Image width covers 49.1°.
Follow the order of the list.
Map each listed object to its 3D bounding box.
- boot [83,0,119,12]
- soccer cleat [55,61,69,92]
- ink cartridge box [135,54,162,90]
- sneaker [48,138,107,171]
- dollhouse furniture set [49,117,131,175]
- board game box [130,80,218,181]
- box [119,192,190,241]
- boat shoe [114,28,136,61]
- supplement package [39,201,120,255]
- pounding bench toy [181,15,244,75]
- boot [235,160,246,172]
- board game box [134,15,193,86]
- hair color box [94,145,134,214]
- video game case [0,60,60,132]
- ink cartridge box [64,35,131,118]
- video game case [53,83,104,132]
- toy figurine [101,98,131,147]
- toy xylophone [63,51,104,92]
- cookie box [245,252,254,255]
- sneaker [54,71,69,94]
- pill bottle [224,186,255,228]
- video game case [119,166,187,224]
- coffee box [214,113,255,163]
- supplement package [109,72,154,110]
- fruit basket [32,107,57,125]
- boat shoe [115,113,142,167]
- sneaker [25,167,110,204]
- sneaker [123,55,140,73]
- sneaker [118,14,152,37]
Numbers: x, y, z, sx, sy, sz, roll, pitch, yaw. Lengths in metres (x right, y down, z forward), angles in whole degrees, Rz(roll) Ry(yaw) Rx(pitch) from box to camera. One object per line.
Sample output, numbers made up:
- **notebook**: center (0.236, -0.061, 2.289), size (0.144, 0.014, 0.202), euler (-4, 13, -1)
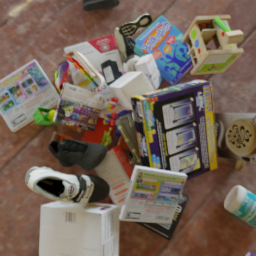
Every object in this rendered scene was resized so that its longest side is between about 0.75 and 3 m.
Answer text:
- **boot**: center (-1.253, -5.955, 11.795), size (1.561, 0.622, 1.894), euler (-8, 74, -3)
- **soccer cleat**: center (-2.337, -1.848, 10.163), size (0.439, 1.286, 0.471), euler (-11, 60, -32)
- **ink cartridge box**: center (0.712, -1.870, 9.552), size (0.443, 0.755, 1.031), euler (-10, 120, 32)
- **sneaker**: center (-1.705, 0.783, 9.060), size (2.283, 1.036, 0.867), euler (-8, 49, 33)
- **dollhouse furniture set**: center (-1.384, 1.000, 9.892), size (2.931, 1.510, 2.899), euler (20, 79, 3)
- **board game box**: center (1.495, 0.197, 8.611), size (2.400, 0.823, 2.904), euler (-17, 108, -22)
- **box**: center (0.864, 2.722, 10.046), size (2.163, 0.538, 1.705), euler (27, 79, 6)
- **boat shoe**: center (0.011, -2.955, 10.165), size (0.605, 1.824, 0.682), euler (-29, 52, -4)
- **supplement package**: center (-1.530, 3.326, 8.908), size (2.237, 1.240, 1.742), euler (-1, 85, 23)
- **pounding bench toy**: center (3.004, -3.145, 9.665), size (1.360, 2.189, 1.708), euler (-7, 73, -14)
- **boot**: center (3.842, 0.884, 10.526), size (1.244, 0.411, 1.089), euler (28, 79, 9)
- **board game box**: center (1.561, -3.094, 11.218), size (2.337, 0.526, 1.777), euler (43, 82, 8)
- **hair color box**: center (-0.282, 1.716, 9.310), size (1.022, 0.617, 2.014), euler (-30, 89, 24)
- **video game case**: center (-4.075, -1.276, 10.997), size (2.255, 0.267, 2.052), euler (-34, 80, -6)
- **ink cartridge box**: center (-1.063, -1.858, 10.673), size (1.976, 1.123, 2.712), euler (-17, 80, -2)
- **video game case**: center (-1.641, -0.668, 9.416), size (1.447, 0.259, 1.311), euler (15, 90, -29)
- **toy figurine**: center (-0.233, -0.051, 9.586), size (1.073, 0.945, 1.791), euler (16, 79, -22)
- **toy xylophone**: center (-1.467, -1.980, 9.461), size (0.444, 1.295, 1.769), euler (-42, 85, 10)
- **cookie box**: center (4.241, 4.885, 9.743), size (0.801, 0.301, 0.685), euler (-43, 82, -8)
- **sneaker**: center (-2.571, -1.690, 11.047), size (0.493, 0.437, 1.179), euler (-21, 81, -21)
- **pill bottle**: center (4.373, 2.880, 9.793), size (1.777, 0.984, 0.984), euler (31, 80, 6)
- **video game case**: center (0.688, 1.827, 7.486), size (1.624, 0.179, 1.478), euler (13, 99, -26)
- **coffee box**: center (3.884, 0.342, 9.085), size (1.084, 2.715, 1.535), euler (9, 87, -38)
- **supplement package**: center (0.116, -1.203, 8.995), size (0.876, 1.462, 0.887), euler (-37, 109, -8)
- **fruit basket**: center (-2.943, -0.471, 10.466), size (0.959, 0.959, 0.691), euler (-28, 78, -5)
- **boat shoe**: center (0.380, 0.758, 9.307), size (0.814, 0.973, 2.723), euler (-17, 114, 9)
- **sneaker**: center (-1.654, 1.828, 8.209), size (2.590, 1.146, 0.960), euler (13, 89, -23)
- **sneaker**: center (0.565, -1.638, 10.022), size (0.766, 2.031, 1.168), euler (-32, 53, 5)
- **sneaker**: center (0.245, -3.375, 9.199), size (1.183, 0.524, 0.455), euler (-18, 118, 17)
